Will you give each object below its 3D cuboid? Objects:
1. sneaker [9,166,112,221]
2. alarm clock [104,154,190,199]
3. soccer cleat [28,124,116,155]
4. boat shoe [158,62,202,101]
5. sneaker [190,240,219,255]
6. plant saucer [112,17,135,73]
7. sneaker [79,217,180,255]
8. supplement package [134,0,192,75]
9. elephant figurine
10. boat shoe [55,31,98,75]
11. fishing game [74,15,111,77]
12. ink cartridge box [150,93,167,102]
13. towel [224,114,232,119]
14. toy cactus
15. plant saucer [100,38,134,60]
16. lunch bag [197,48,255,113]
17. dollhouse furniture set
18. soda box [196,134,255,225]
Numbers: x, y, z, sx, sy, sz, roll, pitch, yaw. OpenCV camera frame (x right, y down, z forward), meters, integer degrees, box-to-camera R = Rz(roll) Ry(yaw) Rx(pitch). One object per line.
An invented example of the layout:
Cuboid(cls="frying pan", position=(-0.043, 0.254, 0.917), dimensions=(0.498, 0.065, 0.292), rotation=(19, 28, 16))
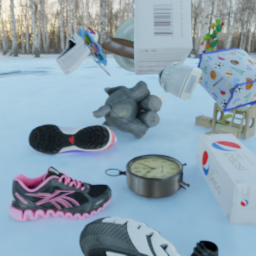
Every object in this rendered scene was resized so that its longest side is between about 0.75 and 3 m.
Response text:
Cuboid(cls="sneaker", position=(-1.313, 1.225, 5.530), dimensions=(2.035, 0.970, 0.804), rotation=(-2, 16, -12))
Cuboid(cls="alarm clock", position=(0.405, 1.095, 6.446), dimensions=(1.919, 0.639, 1.294), rotation=(4, 19, 7))
Cuboid(cls="soccer cleat", position=(-1.713, 0.386, 8.577), dimensions=(2.764, 0.943, 1.012), rotation=(-3, -12, 16))
Cuboid(cls="boat shoe", position=(0.784, -0.794, 4.444), dimensions=(0.594, 0.582, 1.669), rotation=(26, 11, 5))
Cuboid(cls="sneaker", position=(0.936, 1.936, 4.102), dimensions=(0.952, 0.472, 0.337), rotation=(-9, 22, -22))
Cuboid(cls="plant saucer", position=(0.552, -3.535, 12.328), dimensions=(2.537, 2.537, 0.637), rotation=(-4, 34, -13))
Cuboid(cls="sneaker", position=(0.193, 1.961, 3.224), dimensions=(2.893, 0.961, 1.309), rotation=(18, 22, 39))
Cuboid(cls="supplement package", position=(0.902, -2.564, 8.161), dimensions=(1.466, 1.461, 2.499), rotation=(-1, -3, 1))
Cuboid(cls="elephant figurine", position=(-0.139, -0.662, 10.525), dimensions=(2.076, 2.276, 2.933), rotation=(-50, 19, -7))
Cuboid(cls="boat shoe", position=(-1.781, -2.783, 9.630), dimensions=(0.775, 0.738, 2.154), rotation=(2, 53, 44))
Cuboid(cls="fishing game", position=(-1.016, -2.167, 7.566), dimensions=(0.273, 1.755, 1.256), rotation=(-39, 67, -9))
Cuboid(cls="ink cartridge box", position=(1.223, -1.587, 15.287), dimensions=(1.339, 0.299, 1.179), rotation=(-13, 23, -36))
Cuboid(cls="towel", position=(4.395, -0.521, 12.374), dimensions=(0.349, 0.073, 0.811), rotation=(18, 25, 41))
Cuboid(cls="toy cactus", position=(3.618, -3.689, 11.413), dimensions=(0.733, 1.433, 1.182), rotation=(22, 7, -30))
Cuboid(cls="plant saucer", position=(-0.014, -3.101, 10.852), dimensions=(2.081, 0.381, 2.081), rotation=(14, 26, -7))
Cuboid(cls="lunch bag", position=(2.384, -1.103, 6.138), dimensions=(1.455, 0.901, 1.237), rotation=(-18, 54, -22))
Cuboid(cls="dollhouse furniture set", position=(3.064, -0.343, 9.941), dimensions=(1.935, 1.216, 2.188), rotation=(-16, 24, -41))
Cuboid(cls="soda box", position=(2.341, 0.982, 6.377), dimensions=(0.952, 0.890, 2.795), rotation=(0, 17, 0))
